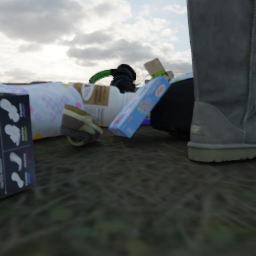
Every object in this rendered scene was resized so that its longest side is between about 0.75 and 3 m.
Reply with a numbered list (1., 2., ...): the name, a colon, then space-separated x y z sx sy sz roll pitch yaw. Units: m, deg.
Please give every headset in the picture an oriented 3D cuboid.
1. headset: -0.152 -1.679 11.262 2.816 1.323 1.739 -2 41 8

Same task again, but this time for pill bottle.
1. pill bottle: -0.831 -0.694 8.728 2.209 1.263 1.263 6 6 -4

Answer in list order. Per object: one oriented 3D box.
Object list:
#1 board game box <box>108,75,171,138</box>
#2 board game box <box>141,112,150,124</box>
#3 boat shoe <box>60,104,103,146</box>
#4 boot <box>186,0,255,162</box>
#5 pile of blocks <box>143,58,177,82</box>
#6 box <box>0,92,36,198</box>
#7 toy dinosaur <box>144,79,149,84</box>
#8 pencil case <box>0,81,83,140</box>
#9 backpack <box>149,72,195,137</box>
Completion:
1. board game box: 0.166 -0.424 6.218 0.325 1.345 1.779 38 -6 -9
2. board game box: 0.925 -0.639 10.536 1.721 0.573 2.559 -1 11 6
3. boat shoe: -0.933 0.047 5.326 0.630 0.579 1.762 26 -9 8
4. boot: 1.949 -0.968 4.504 2.589 2.847 1.033 -3 2 -30
5. pile of blocks: 1.289 -1.462 9.458 2.031 0.834 0.631 37 -27 -6
6. box: -1.875 0.129 2.974 1.580 1.044 0.906 5 12 32
7. toy dinosaur: 1.718 -1.145 10.027 2.474 0.587 1.090 30 40 29
8. pencil case: -2.274 -0.368 5.946 1.232 1.345 2.965 -16 -4 30
9. backpack: 2.091 -0.619 6.966 2.208 2.081 2.707 -2 -10 36
